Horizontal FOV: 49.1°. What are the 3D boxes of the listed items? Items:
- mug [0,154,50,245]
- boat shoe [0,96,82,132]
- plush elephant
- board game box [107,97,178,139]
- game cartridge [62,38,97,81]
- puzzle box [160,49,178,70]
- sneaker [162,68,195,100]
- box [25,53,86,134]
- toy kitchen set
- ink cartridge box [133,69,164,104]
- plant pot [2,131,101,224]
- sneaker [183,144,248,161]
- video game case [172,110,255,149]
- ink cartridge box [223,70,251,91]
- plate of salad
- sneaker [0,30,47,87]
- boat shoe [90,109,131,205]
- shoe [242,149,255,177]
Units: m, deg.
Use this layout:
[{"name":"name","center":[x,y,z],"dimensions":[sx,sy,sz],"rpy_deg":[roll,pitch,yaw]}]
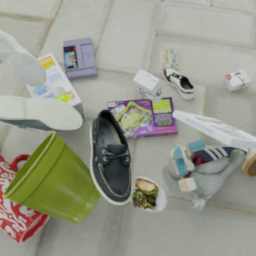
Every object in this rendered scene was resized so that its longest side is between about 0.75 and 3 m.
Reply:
[{"name":"mug","center":[-3.617,2.066,8.872],"dimensions":[2.555,1.704,2.268],"rpy_deg":[37,82,12]},{"name":"boat shoe","center":[-2.889,-0.379,9.025],"dimensions":[2.785,0.861,1.014],"rpy_deg":[9,66,-30]},{"name":"plush elephant","center":[2.045,1.275,8.753],"dimensions":[1.801,1.916,2.326],"rpy_deg":[44,52,13]},{"name":"board game box","center":[0.525,-0.377,10.814],"dimensions":[2.586,0.418,1.552],"rpy_deg":[-4,60,-2]},{"name":"game cartridge","center":[-2.112,-2.999,12.083],"dimensions":[1.323,0.392,2.041],"rpy_deg":[-8,65,-8]},{"name":"puzzle box","center":[1.766,-2.973,12.173],"dimensions":[0.716,0.137,1.077],"rpy_deg":[-2,64,0]},{"name":"sneaker","center":[2.092,-1.951,11.339],"dimensions":[0.661,0.766,1.748],"rpy_deg":[-37,68,-14]},{"name":"box","center":[-2.906,-1.306,10.696],"dimensions":[1.477,1.331,2.625],"rpy_deg":[-28,67,-14]},{"name":"toy kitchen set","center":[1.725,0.963,7.283],"dimensions":[0.928,0.683,1.159],"rpy_deg":[-14,80,-10]},{"name":"ink cartridge box","center":[0.701,-1.373,9.400],"dimensions":[0.811,1.117,0.466],"rpy_deg":[33,84,22]},{"name":"plant pot","center":[-1.999,1.640,8.183],"dimensions":[2.163,2.246,2.246],"rpy_deg":[40,67,-17]},{"name":"sneaker","center":[3.079,1.099,9.875],"dimensions":[2.214,0.830,0.936],"rpy_deg":[-3,66,8]},{"name":"video game case","center":[2.800,0.071,8.462],"dimensions":[2.090,2.296,0.272],"rpy_deg":[34,109,46]},{"name":"ink cartridge box","center":[4.491,-1.956,11.557],"dimensions":[0.866,0.363,0.625],"rpy_deg":[-18,66,-9]},{"name":"plate of salad","center":[0.426,1.845,7.574],"dimensions":[1.280,1.280,0.307],"rpy_deg":[26,40,12]},{"name":"sneaker","center":[-3.729,-2.482,9.327],"dimensions":[0.969,2.575,1.139],"rpy_deg":[-36,38,11]},{"name":"boat shoe","center":[-0.422,0.609,7.397],"dimensions":[1.039,0.922,2.781],"rpy_deg":[6,45,-18]},{"name":"shoe","center":[5.043,0.768,10.112],"dimensions":[2.727,0.953,0.728],"rpy_deg":[-36,26,-14]}]
